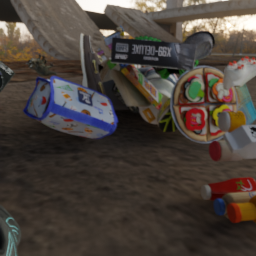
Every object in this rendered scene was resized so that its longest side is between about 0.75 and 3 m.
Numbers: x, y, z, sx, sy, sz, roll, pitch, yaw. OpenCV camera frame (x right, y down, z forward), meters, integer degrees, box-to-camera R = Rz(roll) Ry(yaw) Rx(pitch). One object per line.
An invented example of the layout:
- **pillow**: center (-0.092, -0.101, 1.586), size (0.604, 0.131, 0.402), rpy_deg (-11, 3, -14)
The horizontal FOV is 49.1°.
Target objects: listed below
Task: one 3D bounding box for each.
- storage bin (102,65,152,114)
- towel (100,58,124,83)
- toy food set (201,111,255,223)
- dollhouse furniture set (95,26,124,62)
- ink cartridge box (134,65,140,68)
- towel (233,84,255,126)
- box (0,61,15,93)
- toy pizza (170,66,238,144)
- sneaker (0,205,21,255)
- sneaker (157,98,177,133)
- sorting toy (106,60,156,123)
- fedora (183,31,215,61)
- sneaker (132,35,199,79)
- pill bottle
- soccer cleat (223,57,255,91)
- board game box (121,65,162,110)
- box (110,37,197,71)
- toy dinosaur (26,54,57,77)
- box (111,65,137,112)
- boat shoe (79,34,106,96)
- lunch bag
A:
- **storage bin**: center (0.038, -1.642, 11.775), size (1.851, 2.005, 2.756), rpy_deg (-5, 11, 29)
- **towel**: center (-0.541, -2.459, 12.188), size (1.755, 0.457, 2.648), rpy_deg (-30, -7, -31)
- **toy food set**: center (1.817, 0.706, 4.899), size (1.107, 1.174, 2.460), rpy_deg (-2, 43, -7)
- **dollhouse furniture set**: center (-0.626, -3.280, 11.523), size (1.318, 0.911, 1.396), rpy_deg (-31, -4, -5)
- **ink cartridge box**: center (-0.075, -2.651, 15.269), size (0.952, 1.675, 2.299), rpy_deg (3, 16, 18)
- **towel**: center (3.432, -0.840, 8.751), size (1.359, 1.853, 0.201), rpy_deg (-35, 14, -33)
- **box**: center (-4.415, -0.947, 6.795), size (1.632, 1.950, 2.625), rpy_deg (-33, 29, 25)
- **toy pizza**: center (2.228, -0.660, 7.904), size (2.209, 2.209, 0.350), rpy_deg (-5, 2, -17)
- **sneaker**: center (-1.811, 1.313, 3.469), size (0.994, 1.045, 2.636), rpy_deg (-13, 20, -31)
- **sneaker**: center (1.733, -0.933, 8.760), size (2.348, 0.885, 0.897), rpy_deg (-43, 27, 10)
- **sorting toy**: center (0.053, -1.138, 8.571), size (0.321, 2.358, 1.328), rpy_deg (-33, -13, 30)
- **fedora**: center (2.153, -2.401, 8.510), size (0.941, 1.064, 0.481), rpy_deg (31, 41, -30)
- **sneaker**: center (1.029, -2.412, 9.745), size (2.743, 1.168, 1.070), rpy_deg (19, -5, 25)
- **pill bottle**: center (1.130, -1.228, 10.581), size (1.584, 1.584, 2.650), rpy_deg (2, 28, 7)
- **soccer cleat**: center (2.570, -1.231, 6.303), size (1.491, 0.578, 0.517), rpy_deg (-20, 44, -39)
- **board game box**: center (0.498, -1.284, 8.616), size (0.245, 1.637, 0.782), rpy_deg (-38, 10, 27)
- **box**: center (0.699, -1.945, 7.400), size (1.921, 0.606, 2.436), rpy_deg (7, 15, 5)
- **toy dinosaur**: center (-2.855, -1.998, 9.184), size (0.470, 0.624, 1.220), rpy_deg (27, -12, 30)
- **box**: center (0.028, -1.327, 9.331), size (0.278, 1.130, 1.170), rpy_deg (-1, -31, 39)
- **boat shoe**: center (-1.310, -2.173, 10.392), size (0.842, 2.828, 1.016), rpy_deg (-7, -14, -4)
- **lunch bag**: center (-1.550, -0.508, 7.622), size (1.925, 1.402, 2.264), rpy_deg (19, 3, -31)
